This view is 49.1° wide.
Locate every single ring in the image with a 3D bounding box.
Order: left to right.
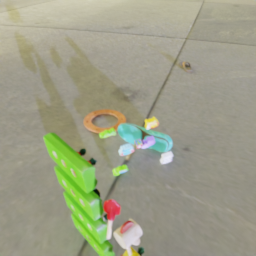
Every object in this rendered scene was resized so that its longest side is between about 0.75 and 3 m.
[{"bbox_3d":[-0.881,-0.235,10.570,1.589,0.153,1.589,0,34,0],"label":"ring"}]

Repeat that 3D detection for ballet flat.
[{"bbox_3d":[0.588,0.321,9.448,1.982,0.667,0.697,19,15,25],"label":"ballet flat"}]

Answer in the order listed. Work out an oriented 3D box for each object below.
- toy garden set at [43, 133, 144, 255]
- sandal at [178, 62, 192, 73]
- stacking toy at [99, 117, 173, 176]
[{"bbox_3d":[-0.424,1.654,5.342,0.575,2.884,2.404,-32,45,-29],"label":"toy garden set"},{"bbox_3d":[3.066,-3.299,14.857,0.510,0.341,1.248,-5,35,-7],"label":"sandal"},{"bbox_3d":[0.260,0.578,8.757,2.005,0.471,1.512,-15,58,-11],"label":"stacking toy"}]
